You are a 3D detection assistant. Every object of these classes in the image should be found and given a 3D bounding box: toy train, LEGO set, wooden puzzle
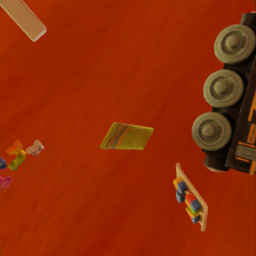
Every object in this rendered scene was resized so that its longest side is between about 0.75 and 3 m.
[{"bbox_3d":[2.186,-0.509,4.757,1.623,1.213,2.848,16,94,32],"label":"toy train"},{"bbox_3d":[-1.834,0.535,4.605,0.383,0.412,1.003,43,83,18],"label":"LEGO set"},{"bbox_3d":[0.951,1.124,4.458,0.210,0.839,0.905,-23,51,-6],"label":"wooden puzzle"}]

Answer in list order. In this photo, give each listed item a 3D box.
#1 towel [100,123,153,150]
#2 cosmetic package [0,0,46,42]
[{"bbox_3d":[0.030,0.193,5.365,0.116,1.281,0.551,42,110,32],"label":"towel"},{"bbox_3d":[-2.696,-2.861,7.083,0.476,0.674,1.302,-44,111,-4],"label":"cosmetic package"}]
